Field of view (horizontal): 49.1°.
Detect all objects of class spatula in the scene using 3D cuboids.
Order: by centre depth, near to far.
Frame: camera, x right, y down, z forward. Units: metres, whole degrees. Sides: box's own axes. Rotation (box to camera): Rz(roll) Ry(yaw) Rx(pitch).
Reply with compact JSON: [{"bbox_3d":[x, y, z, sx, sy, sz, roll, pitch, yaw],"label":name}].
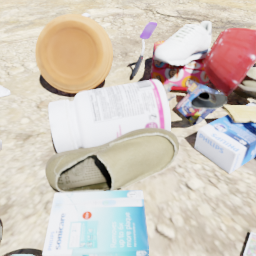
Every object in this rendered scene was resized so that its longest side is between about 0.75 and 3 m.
[{"bbox_3d":[0.504,-2.800,10.125,0.214,2.085,0.589,33,28,29],"label":"spatula"}]

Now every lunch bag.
[{"bbox_3d":[2.110,-2.406,10.620,2.441,1.135,2.771,5,36,6],"label":"lunch bag"}]

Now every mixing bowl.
[{"bbox_3d":[3.068,-2.178,8.562,1.173,2.167,2.167,31,42,5],"label":"mixing bowl"}]

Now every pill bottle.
[{"bbox_3d":[-0.475,-0.232,7.190,2.816,1.596,1.596,-11,37,-7],"label":"pill bottle"}]

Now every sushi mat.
[{"bbox_3d":[3.471,-0.365,7.484,1.680,0.102,0.804,1,34,-7],"label":"sushi mat"}]

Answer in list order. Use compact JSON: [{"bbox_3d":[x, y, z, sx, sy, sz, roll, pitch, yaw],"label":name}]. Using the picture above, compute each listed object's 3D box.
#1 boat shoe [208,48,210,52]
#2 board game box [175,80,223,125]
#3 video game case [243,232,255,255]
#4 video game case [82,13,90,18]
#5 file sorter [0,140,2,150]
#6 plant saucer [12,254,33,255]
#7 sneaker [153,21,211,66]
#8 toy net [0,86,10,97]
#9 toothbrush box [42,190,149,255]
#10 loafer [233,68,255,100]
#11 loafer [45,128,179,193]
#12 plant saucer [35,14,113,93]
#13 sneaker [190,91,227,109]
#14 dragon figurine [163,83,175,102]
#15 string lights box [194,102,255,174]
[{"bbox_3d":[3.464,-3.596,12.953,0.941,0.308,0.346,-22,41,-27],"label":"boat shoe"},{"bbox_3d":[2.124,-0.859,8.629,1.223,0.377,1.222,-46,47,12],"label":"board game box"},{"bbox_3d":[2.417,2.453,4.897,0.809,0.102,1.130,21,42,26],"label":"video game case"},{"bbox_3d":[-2.249,-3.358,10.860,0.237,1.881,2.626,28,30,-6],"label":"video game case"},{"bbox_3d":[-3.909,0.591,6.554,1.285,1.153,1.852,-8,37,-9],"label":"file sorter"},{"bbox_3d":[-1.666,2.794,4.024,1.768,0.340,1.768,0,52,-1],"label":"plant saucer"},{"bbox_3d":[1.813,-2.790,9.129,1.072,1.129,2.806,31,41,27],"label":"sneaker"},{"bbox_3d":[-5.369,-1.339,9.759,2.366,0.457,1.241,5,37,6],"label":"toy net"},{"bbox_3d":[-0.542,1.873,5.148,1.731,0.738,1.267,-2,37,-1],"label":"toothbrush box"},{"bbox_3d":[3.917,-1.365,8.610,0.995,0.898,2.630,26,10,-12],"label":"loafer"},{"bbox_3d":[-0.263,0.823,5.957,2.985,1.135,1.007,-17,19,-5],"label":"loafer"},{"bbox_3d":[-1.797,-2.428,9.188,2.574,2.574,0.482,0,8,0],"label":"plant saucer"},{"bbox_3d":[1.989,-0.667,6.614,0.923,0.490,0.345,-9,75,-10],"label":"sneaker"},{"bbox_3d":[0.489,-0.856,8.763,2.107,1.047,0.620,-27,67,8],"label":"dragon figurine"},{"bbox_3d":[3.053,0.163,7.480,2.332,0.688,1.198,-23,44,-28],"label":"string lights box"}]
